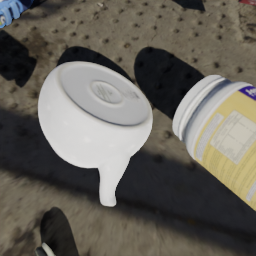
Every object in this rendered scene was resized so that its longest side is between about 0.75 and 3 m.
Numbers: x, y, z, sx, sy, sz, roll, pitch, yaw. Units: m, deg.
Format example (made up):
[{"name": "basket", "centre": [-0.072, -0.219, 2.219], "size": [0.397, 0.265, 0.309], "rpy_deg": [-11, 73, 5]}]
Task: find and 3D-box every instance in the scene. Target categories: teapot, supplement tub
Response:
[{"name": "teapot", "centre": [-0.883, -0.102, 6.212], "size": [2.583, 1.911, 2.617], "rpy_deg": [29, 35, -7]}, {"name": "supplement tub", "centre": [1.901, 0.221, 4.414], "size": [1.536, 1.536, 2.113], "rpy_deg": [-32, 53, -21]}]

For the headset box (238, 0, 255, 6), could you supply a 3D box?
[{"name": "headset box", "centre": [3.177, -3.593, 5.754], "size": [0.887, 1.709, 2.297], "rpy_deg": [12, 11, 2]}]

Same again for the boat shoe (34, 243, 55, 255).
[{"name": "boat shoe", "centre": [-1.217, 2.939, 4.596], "size": [0.712, 0.756, 2.106], "rpy_deg": [-20, 58, -19]}]

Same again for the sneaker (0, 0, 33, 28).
[{"name": "sneaker", "centre": [-4.321, -4.034, 9.737], "size": [2.377, 0.879, 0.978], "rpy_deg": [-33, 66, -17]}]
